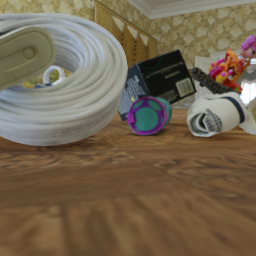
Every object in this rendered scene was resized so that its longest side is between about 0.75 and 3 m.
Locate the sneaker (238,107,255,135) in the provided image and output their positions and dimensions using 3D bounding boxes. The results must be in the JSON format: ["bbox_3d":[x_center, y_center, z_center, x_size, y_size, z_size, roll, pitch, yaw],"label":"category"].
[{"bbox_3d":[2.751,-0.247,6.560,0.364,0.383,0.952,-4,49,-44],"label":"sneaker"}]

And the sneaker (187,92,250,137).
[{"bbox_3d":[1.704,-0.226,6.363,0.938,0.890,2.331,-31,-1,-8],"label":"sneaker"}]

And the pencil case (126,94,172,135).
[{"bbox_3d":[0.595,-0.357,7.158,0.984,0.906,2.129,3,5,12],"label":"pencil case"}]

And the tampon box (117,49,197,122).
[{"bbox_3d":[0.750,-1.444,10.129,1.910,1.609,2.549,-25,5,-26],"label":"tampon box"}]

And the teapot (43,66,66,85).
[{"bbox_3d":[-1.509,-0.870,7.821,1.771,1.294,1.748,17,18,-22],"label":"teapot"}]

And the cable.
[{"bbox_3d":[-1.477,-0.972,5.088,2.910,2.911,1.008,-14,-33,-18],"label":"cable"}]

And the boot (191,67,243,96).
[{"bbox_3d":[1.982,-0.991,6.616,1.213,0.483,1.394,39,9,1],"label":"boot"}]

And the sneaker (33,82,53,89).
[{"bbox_3d":[-1.443,-0.684,5.405,0.838,0.345,0.310,15,-35,3],"label":"sneaker"}]

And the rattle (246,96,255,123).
[{"bbox_3d":[3.624,-1.081,7.980,1.283,1.971,1.408,2,37,-26],"label":"rattle"}]

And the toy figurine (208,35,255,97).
[{"bbox_3d":[3.675,-2.109,9.166,2.630,2.421,1.974,17,29,-45],"label":"toy figurine"}]

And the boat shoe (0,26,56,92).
[{"bbox_3d":[-2.187,-0.764,3.662,2.424,0.871,0.820,-29,36,-34],"label":"boat shoe"}]
